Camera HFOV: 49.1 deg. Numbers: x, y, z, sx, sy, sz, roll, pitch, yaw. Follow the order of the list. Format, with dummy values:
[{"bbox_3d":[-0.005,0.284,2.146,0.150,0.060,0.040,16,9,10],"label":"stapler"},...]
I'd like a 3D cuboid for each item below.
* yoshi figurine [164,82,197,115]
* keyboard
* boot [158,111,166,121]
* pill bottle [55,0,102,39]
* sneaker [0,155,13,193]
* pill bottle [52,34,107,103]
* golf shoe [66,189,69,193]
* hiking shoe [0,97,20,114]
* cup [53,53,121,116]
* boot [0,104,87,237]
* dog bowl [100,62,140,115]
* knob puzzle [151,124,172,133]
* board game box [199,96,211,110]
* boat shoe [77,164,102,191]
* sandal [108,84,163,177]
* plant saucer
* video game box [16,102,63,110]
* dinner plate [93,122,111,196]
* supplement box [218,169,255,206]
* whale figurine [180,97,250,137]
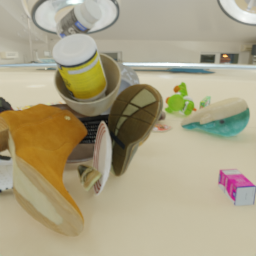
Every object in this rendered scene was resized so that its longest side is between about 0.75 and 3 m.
[{"bbox_3d":[2.342,-1.344,13.365,1.436,1.441,2.564,-16,20,2],"label":"yoshi figurine"},{"bbox_3d":[-0.868,0.221,7.542,1.822,1.094,0.234,-4,22,45],"label":"keyboard"},{"bbox_3d":[0.776,-0.446,11.304,1.507,0.724,2.062,0,18,-8],"label":"boot"},{"bbox_3d":[-1.773,-3.825,10.089,1.650,0.939,0.939,-23,0,37],"label":"pill bottle"},{"bbox_3d":[-2.701,1.088,6.309,2.288,0.915,0.843,10,-13,-4],"label":"sneaker"},{"bbox_3d":[-1.034,-1.217,6.554,0.962,1.717,0.962,-5,53,7],"label":"pill bottle"},{"bbox_3d":[-1.668,1.423,5.817,0.881,0.320,0.406,-10,20,-31],"label":"golf shoe"},{"bbox_3d":[-3.527,-0.248,7.525,1.949,0.738,0.981,24,46,21],"label":"hiking shoe"},{"bbox_3d":[-0.929,-0.906,6.898,1.557,1.113,1.557,0,59,0],"label":"cup"},{"bbox_3d":[-1.446,0.509,5.608,3.012,1.060,2.156,35,35,17],"label":"boot"},{"bbox_3d":[-0.543,-1.125,8.759,1.889,1.889,0.554,-2,49,-6],"label":"dog bowl"},{"bbox_3d":[1.209,-0.049,10.905,1.146,0.159,1.146,0,17,0],"label":"knob puzzle"},{"bbox_3d":[3.224,-0.746,11.800,0.210,0.969,1.440,8,18,25],"label":"board game box"},{"bbox_3d":[-0.871,0.996,5.942,0.458,0.395,1.257,-48,9,-8],"label":"boat shoe"},{"bbox_3d":[0.088,0.072,6.424,0.747,2.767,1.111,-22,59,-38],"label":"sandal"},{"bbox_3d":[-1.770,0.175,8.419,2.658,0.426,2.658,10,36,-8],"label":"plant saucer"},{"bbox_3d":[-3.554,-0.601,12.101,2.059,0.529,2.260,-9,19,-30],"label":"video game box"},{"bbox_3d":[-0.572,0.665,6.156,0.195,1.607,1.607,6,15,-16],"label":"dinner plate"},{"bbox_3d":[2.351,1.271,6.113,0.442,0.433,0.855,-2,17,-5],"label":"supplement box"},{"bbox_3d":[3.199,-0.236,10.278,2.460,1.276,1.957,-17,7,40],"label":"whale figurine"}]
